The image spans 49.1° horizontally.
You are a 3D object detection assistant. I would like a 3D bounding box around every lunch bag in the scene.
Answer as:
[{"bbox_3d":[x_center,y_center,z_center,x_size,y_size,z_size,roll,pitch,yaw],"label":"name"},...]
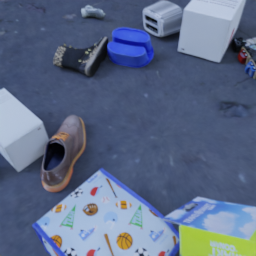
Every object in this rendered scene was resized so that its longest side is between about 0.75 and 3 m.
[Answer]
[{"bbox_3d":[-0.349,2.243,5.479,2.256,1.397,1.918,28,53,32],"label":"lunch bag"}]

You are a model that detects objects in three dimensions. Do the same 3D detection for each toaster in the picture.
[{"bbox_3d":[1.478,-4.522,11.731,1.248,1.098,1.933,-27,47,-18],"label":"toaster"}]

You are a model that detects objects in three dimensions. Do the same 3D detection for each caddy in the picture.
[{"bbox_3d":[0.066,-2.948,10.479,1.773,0.931,1.253,14,72,12],"label":"caddy"}]

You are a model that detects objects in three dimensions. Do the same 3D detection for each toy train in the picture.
[{"bbox_3d":[4.431,-2.684,10.562,0.556,0.414,2.429,-6,48,-1],"label":"toy train"}]

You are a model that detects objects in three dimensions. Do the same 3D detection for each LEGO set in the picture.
[{"bbox_3d":[5.242,-3.238,11.243,0.958,0.315,1.283,-18,39,-14],"label":"LEGO set"}]

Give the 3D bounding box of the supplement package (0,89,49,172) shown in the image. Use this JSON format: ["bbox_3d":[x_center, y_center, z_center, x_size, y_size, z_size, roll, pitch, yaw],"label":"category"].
[{"bbox_3d":[-3.196,0.023,7.627,1.942,1.135,1.139,35,57,28],"label":"supplement package"}]

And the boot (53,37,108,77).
[{"bbox_3d":[-1.696,-2.808,10.471,1.566,0.761,2.080,14,55,11],"label":"boot"}]

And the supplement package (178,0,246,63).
[{"bbox_3d":[3.345,-4.217,11.016,1.742,1.763,2.908,22,52,18],"label":"supplement package"}]

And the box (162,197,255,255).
[{"bbox_3d":[1.803,1.530,3.916,2.282,0.544,1.391,0,2,37],"label":"box"}]

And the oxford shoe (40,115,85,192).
[{"bbox_3d":[-1.669,0.439,7.420,0.862,0.881,2.417,4,48,3],"label":"oxford shoe"}]

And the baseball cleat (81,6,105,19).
[{"bbox_3d":[-1.677,-5.212,12.871,0.730,0.478,1.371,-35,47,-21],"label":"baseball cleat"}]
